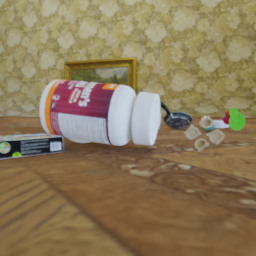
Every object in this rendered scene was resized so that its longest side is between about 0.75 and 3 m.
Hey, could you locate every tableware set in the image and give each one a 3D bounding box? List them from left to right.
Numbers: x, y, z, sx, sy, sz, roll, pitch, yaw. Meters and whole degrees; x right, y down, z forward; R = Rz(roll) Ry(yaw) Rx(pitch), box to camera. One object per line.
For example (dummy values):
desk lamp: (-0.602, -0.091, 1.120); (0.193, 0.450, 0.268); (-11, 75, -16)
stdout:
tableware set: (1.665, 0.138, 6.168); (0.681, 0.816, 0.095); (-35, -44, 9)

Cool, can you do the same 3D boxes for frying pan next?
frying pan: (2.252, -0.549, 13.086); (1.383, 0.372, 2.286); (-4, -31, 18)

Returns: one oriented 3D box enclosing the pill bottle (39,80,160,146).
pill bottle: (-0.641, -0.352, 6.818); (2.660, 1.457, 1.457); (7, 5, 15)

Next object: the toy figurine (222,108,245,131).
toy figurine: (4.382, -0.427, 12.042); (0.751, 1.000, 0.920); (-27, 13, -8)

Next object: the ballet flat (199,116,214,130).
ballet flat: (3.459, -0.227, 12.342); (0.638, 0.638, 1.805); (1, -3, 20)

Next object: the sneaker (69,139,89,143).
sneaker: (-0.903, -0.013, 7.944); (1.622, 0.598, 0.937); (-1, -29, -17)

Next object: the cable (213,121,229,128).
cable: (4.838, -0.200, 15.073); (1.100, 0.381, 1.100); (1, 4, 18)

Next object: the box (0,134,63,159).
box: (-2.601, 0.389, 5.979); (2.098, 0.364, 1.155); (-4, 5, -44)

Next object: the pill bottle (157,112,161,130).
pill bottle: (0.034, -0.413, 11.315); (2.340, 1.278, 1.278); (2, 4, 33)
